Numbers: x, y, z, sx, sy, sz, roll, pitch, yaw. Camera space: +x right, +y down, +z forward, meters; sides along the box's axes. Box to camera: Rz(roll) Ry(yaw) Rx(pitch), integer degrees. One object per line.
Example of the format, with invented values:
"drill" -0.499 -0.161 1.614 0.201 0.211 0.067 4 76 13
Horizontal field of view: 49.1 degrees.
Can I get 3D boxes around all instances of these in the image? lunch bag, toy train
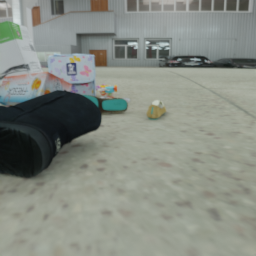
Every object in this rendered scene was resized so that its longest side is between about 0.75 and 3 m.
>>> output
"lunch bag" -1.773 -1.464 8.956 1.475 1.740 1.106 -1 24 -9
"toy train" -1.297 -1.524 12.001 1.417 0.525 1.887 -17 20 -38

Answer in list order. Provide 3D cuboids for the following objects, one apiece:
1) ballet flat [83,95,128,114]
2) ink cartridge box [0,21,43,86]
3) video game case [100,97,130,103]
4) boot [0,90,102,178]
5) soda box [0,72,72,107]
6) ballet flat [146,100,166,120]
"ballet flat" -0.910 -0.644 8.498 1.811 0.614 0.682 0 -9 -24
"ink cartridge box" -3.888 -2.199 9.944 1.127 2.674 1.953 -16 14 1
"video game case" -0.777 -1.006 10.556 1.304 0.150 1.188 8 16 28
"boot" -2.064 -0.105 5.083 2.713 1.036 2.280 10 19 12
"soda box" -2.736 -0.961 7.922 2.570 0.879 0.817 6 -14 43
"ballet flat" 0.876 -0.599 8.308 0.499 0.458 1.453 6 15 11
